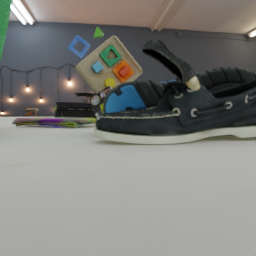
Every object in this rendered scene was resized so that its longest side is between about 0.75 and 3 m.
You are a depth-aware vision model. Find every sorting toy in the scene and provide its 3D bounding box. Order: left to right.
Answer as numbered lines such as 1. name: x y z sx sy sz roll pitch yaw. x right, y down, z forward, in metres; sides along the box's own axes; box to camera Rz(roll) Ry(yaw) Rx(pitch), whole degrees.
1. sorting toy: -0.492 -1.603 7.758 1.440 2.558 0.348 -41 13 -2

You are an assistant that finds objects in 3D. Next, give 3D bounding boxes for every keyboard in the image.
1. keyboard: -1.455 -0.693 9.649 2.032 1.291 0.209 -1 32 -25

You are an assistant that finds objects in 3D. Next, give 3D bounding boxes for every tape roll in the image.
1. tape roll: -2.250 -1.240 4.050 0.651 2.708 2.708 12 -4 -31

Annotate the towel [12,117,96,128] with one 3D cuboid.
1. towel: -1.878 -0.156 7.816 2.200 0.250 1.580 2 3 22

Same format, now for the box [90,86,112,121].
1. box: -0.608 -0.589 7.484 0.690 0.862 0.191 -28 -26 18

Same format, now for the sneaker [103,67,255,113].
1. sneaker: 1.057 -0.442 4.907 2.994 1.096 1.226 0 2 -5

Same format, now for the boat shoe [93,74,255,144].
1. boat shoe: 0.879 -0.320 3.682 2.701 0.896 1.010 -3 10 -10

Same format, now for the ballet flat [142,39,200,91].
1. ballet flat: 0.484 -0.688 3.154 0.235 0.827 0.275 -37 -22 -13

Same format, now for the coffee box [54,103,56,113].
1. coffee box: -2.056 -0.719 12.838 1.422 0.508 2.312 23 15 30
